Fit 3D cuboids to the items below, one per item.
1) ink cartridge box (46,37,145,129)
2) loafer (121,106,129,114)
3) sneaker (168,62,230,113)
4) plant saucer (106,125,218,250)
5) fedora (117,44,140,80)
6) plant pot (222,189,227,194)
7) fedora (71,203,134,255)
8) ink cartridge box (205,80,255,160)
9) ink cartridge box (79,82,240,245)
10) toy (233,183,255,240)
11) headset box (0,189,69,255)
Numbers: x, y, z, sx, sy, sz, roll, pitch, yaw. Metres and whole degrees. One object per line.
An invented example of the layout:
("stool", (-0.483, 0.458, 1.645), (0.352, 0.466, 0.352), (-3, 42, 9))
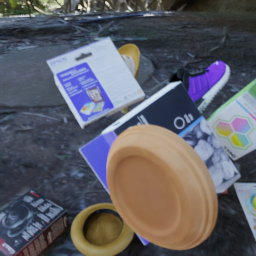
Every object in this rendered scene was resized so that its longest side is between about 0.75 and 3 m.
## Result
("ink cartridge box", (-0.936, -1.373, 8.275), (2.158, 0.473, 2.179), (-28, 83, -21))
("loafer", (-0.129, -1.060, 11.629), (0.338, 0.991, 0.375), (2, -5, 1))
("sneaker", (2.091, -1.453, 8.864), (1.420, 0.992, 2.855), (44, 64, -6))
("plant saucer", (0.414, 1.170, 5.178), (2.454, 2.454, 0.459), (25, 32, 35))
("fedora", (-0.672, -1.983, 10.115), (1.111, 2.724, 2.724), (19, 21, -29))
("plant pot", (2.765, 1.662, 9.492), (1.034, 1.155, 1.155), (-6, 28, 20))
("fedora", (-0.666, 2.897, 7.656), (1.835, 0.748, 1.835), (0, 29, 0))
("ink cartridge box", (3.164, 0.005, 8.244), (1.428, 2.751, 0.816), (45, 53, 3))
("ink cartridge box", (0.807, 0.819, 6.428), (2.814, 2.788, 0.611), (-36, 8, -14))
("toy", (4.408, 2.438, 8.522), (1.599, 0.656, 2.778), (3, 31, 4))
("headset box", (-2.927, 2.829, 7.716), (1.545, 0.802, 2.076), (19, 37, 29))
